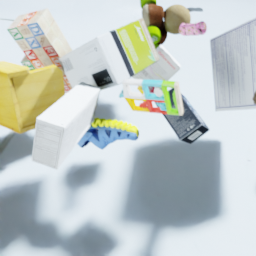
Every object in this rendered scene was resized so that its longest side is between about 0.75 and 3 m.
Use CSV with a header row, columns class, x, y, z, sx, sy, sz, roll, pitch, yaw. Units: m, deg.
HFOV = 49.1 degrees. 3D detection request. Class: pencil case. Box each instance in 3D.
class,x,y,z,sx,sy,sz,roll,pitch,yaw
pencil case,1.897,-2.929,8.289,0.392,0.410,0.947,-28,24,-15

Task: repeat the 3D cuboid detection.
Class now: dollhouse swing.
class,x,y,z,sx,sy,sz,roll,pitch,yaw
dollhouse swing,-2.877,-1.016,7.854,1.583,1.742,1.531,18,36,26

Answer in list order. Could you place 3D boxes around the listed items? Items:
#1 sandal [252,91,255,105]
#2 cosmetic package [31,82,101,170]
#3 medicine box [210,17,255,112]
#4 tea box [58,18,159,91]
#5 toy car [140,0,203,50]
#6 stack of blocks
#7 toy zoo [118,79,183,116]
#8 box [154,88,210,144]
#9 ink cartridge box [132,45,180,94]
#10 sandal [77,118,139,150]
class,x,y,z,sx,sy,sz,roll,pitch,yaw
sandal,3.399,-0.780,7.113,0.463,0.644,1.621,9,36,16
cosmetic package,-1.241,-0.182,5.999,0.586,0.955,2.314,20,27,2
medicine box,4.175,-1.949,9.108,1.510,2.672,2.934,-6,3,-18
tea box,-0.531,-1.915,7.812,1.899,1.269,1.868,-7,23,47
toy car,1.825,-4.218,11.387,2.508,1.979,2.060,-5,70,7
stack of blocks,-2.813,-2.463,9.669,1.639,2.847,0.834,-3,50,23
toy zoo,0.421,-0.627,5.718,1.326,0.870,0.136,7,55,24
box,1.422,-0.302,7.357,0.677,0.939,1.265,-39,66,17
ink cartridge box,0.920,-1.883,9.232,0.993,1.346,0.576,44,23,-9
sandal,-0.676,0.188,7.808,2.068,0.900,0.822,6,5,22
